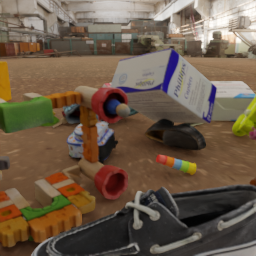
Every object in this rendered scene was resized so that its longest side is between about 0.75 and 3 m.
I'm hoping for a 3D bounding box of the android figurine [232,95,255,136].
[{"bbox_3d":[3.609,-0.743,7.411,0.542,2.403,2.640,34,40,14],"label":"android figurine"}]

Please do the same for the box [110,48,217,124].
[{"bbox_3d":[0.905,-0.950,7.206,2.027,1.063,1.864,26,-16,-39],"label":"box"}]

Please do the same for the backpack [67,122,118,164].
[{"bbox_3d":[-0.883,0.315,6.455,1.014,0.820,1.064,-5,18,19],"label":"backpack"}]

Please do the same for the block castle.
[{"bbox_3d":[-1.285,0.502,3.891,2.862,1.912,1.343,-15,24,-37],"label":"block castle"}]

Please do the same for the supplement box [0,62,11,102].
[{"bbox_3d":[-6.737,-1.800,11.564,2.582,1.714,2.546,2,17,5],"label":"supplement box"}]

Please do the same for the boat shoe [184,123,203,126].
[{"bbox_3d":[2.172,-0.276,9.054,1.010,0.304,0.360,-16,23,-41],"label":"boat shoe"}]

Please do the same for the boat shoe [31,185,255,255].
[{"bbox_3d":[0.318,1.173,3.277,2.874,0.974,1.031,-3,18,-11],"label":"boat shoe"}]

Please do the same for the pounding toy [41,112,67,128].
[{"bbox_3d":[-2.508,-0.330,9.018,0.929,0.431,0.717,10,20,30],"label":"pounding toy"}]

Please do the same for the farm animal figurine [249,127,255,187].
[{"bbox_3d":[2.972,0.533,4.687,1.808,1.828,0.953,9,-21,48],"label":"farm animal figurine"}]

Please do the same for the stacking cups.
[{"bbox_3d":[0.957,0.697,5.570,0.797,0.241,0.241,21,14,-12],"label":"stacking cups"}]

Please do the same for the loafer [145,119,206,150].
[{"bbox_3d":[1.143,0.255,6.998,0.653,0.658,1.808,-26,20,-24],"label":"loafer"}]

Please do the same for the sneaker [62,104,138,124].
[{"bbox_3d":[-0.794,-0.514,9.089,2.676,1.061,1.278,-6,30,3],"label":"sneaker"}]

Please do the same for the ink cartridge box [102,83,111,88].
[{"bbox_3d":[-0.298,-1.197,10.502,0.978,0.570,1.343,44,29,19],"label":"ink cartridge box"}]

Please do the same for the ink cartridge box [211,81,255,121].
[{"bbox_3d":[3.700,-1.064,10.338,1.465,0.857,2.526,2,22,11],"label":"ink cartridge box"}]
